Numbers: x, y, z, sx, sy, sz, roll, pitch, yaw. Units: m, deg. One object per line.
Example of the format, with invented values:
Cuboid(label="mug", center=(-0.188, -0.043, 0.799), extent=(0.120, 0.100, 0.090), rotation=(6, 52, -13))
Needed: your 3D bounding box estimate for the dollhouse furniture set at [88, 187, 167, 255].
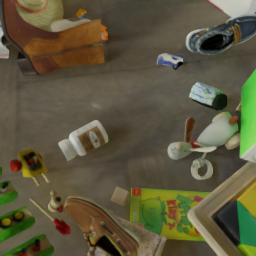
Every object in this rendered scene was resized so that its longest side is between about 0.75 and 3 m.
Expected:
Cuboid(label="dollhouse furniture set", center=(0.154, 2.617, 5.200), extent=(2.113, 1.210, 2.478), rotation=(19, 80, 17))

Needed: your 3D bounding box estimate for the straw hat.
Cuboid(label="straw hat", center=(-2.900, -4.027, 8.313), extent=(2.250, 0.952, 2.250), rotation=(7, 72, -24))

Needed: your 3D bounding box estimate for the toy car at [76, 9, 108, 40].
Cuboid(label="toy car", center=(-1.112, -3.034, 8.466), extent=(1.113, 0.546, 0.370), rotation=(35, 70, 1))

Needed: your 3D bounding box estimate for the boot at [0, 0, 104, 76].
Cuboid(label="boot", center=(-1.896, -2.497, 7.391), extent=(2.425, 2.283, 0.830), rotation=(-12, 39, -3))

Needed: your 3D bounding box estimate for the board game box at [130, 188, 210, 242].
Cuboid(label="board game box", center=(1.049, 1.954, 6.293), extent=(2.005, 0.477, 1.019), rotation=(3, 65, 1))

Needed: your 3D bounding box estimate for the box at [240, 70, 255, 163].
Cuboid(label="box", center=(3.869, -0.160, 6.574), extent=(2.087, 1.143, 2.365), rotation=(19, 55, 0))

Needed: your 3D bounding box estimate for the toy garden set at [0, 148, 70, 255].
Cuboid(label="toy garden set", center=(-2.222, 1.465, 5.765), extent=(2.508, 0.500, 2.090), rotation=(47, 33, 20))

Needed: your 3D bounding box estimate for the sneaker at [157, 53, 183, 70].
Cuboid(label="sneaker", center=(1.248, -1.910, 8.109), extent=(0.769, 0.311, 0.444), rotation=(-3, 49, -2))

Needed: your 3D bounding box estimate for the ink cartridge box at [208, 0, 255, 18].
Cuboid(label="ink cartridge box", center=(3.873, -4.699, 9.094), extent=(2.211, 0.922, 1.605), rotation=(-41, 72, -17))

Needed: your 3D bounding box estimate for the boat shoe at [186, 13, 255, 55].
Cuboid(label="boat shoe", center=(2.887, -2.603, 7.965), extent=(2.304, 0.815, 1.046), rotation=(-18, 26, 1))

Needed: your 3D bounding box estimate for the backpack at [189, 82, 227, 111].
Cuboid(label="backpack", center=(2.033, -0.825, 7.238), extent=(0.880, 0.718, 0.677), rotation=(12, 103, 41))

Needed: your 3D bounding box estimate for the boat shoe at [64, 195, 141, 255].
Cuboid(label="boat shoe", center=(-0.543, 1.910, 5.264), extent=(1.696, 0.610, 0.577), rotation=(31, 36, 5))

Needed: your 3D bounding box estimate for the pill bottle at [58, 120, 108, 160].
Cuboid(label="pill bottle", center=(-1.106, 0.322, 6.932), extent=(1.110, 0.635, 0.635), rotation=(-29, 69, -14))

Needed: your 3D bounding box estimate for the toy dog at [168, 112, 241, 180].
Cuboid(label="toy dog", center=(1.989, 0.199, 6.822), extent=(1.955, 0.942, 1.289), rotation=(-40, 66, -18))

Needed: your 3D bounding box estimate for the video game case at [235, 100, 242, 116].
Cuboid(label="video game case", center=(3.488, -0.517, 7.627), extent=(0.887, 0.113, 0.802), rotation=(32, 69, 11))

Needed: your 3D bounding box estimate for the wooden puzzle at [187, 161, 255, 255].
Cuboid(label="wooden puzzle", center=(3.063, 2.071, 5.786), extent=(2.893, 0.539, 2.676), rotation=(-28, 65, -29))

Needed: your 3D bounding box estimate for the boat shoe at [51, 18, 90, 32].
Cuboid(label="boat shoe", center=(-1.741, -3.124, 8.583), extent=(1.265, 0.454, 0.376), rotation=(-13, 31, -16))

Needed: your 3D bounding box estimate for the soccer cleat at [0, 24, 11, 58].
Cuboid(label="soccer cleat", center=(-3.962, -3.018, 8.459), extent=(1.017, 0.820, 2.388), rotation=(6, 55, -22))
